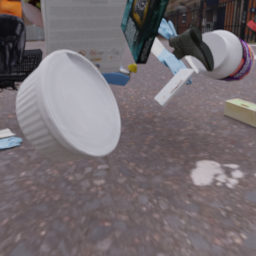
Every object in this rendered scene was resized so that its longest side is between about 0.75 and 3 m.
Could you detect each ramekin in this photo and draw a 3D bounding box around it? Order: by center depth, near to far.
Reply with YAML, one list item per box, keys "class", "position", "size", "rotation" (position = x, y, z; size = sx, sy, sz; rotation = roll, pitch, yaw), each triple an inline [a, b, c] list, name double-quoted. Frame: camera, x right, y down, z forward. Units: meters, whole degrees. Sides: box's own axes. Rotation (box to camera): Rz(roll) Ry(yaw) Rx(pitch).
- class: "ramekin"
  position: [-0.929, -0.262, 4.399]
  size: [0.809, 1.737, 1.737]
  rotation: [-21, 11, 29]

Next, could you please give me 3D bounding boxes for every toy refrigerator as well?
- class: "toy refrigerator"
  position: [4.733, -0.595, 10.919]
  size: [0.730, 0.673, 1.924]
  rotation: [-10, 25, -26]

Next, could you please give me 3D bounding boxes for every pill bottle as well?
- class: "pill bottle"
  position: [2.855, -2.136, 8.480]
  size: [1.375, 1.375, 2.468]
  rotation: [16, 14, 34]

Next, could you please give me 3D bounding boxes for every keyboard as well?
- class: "keyboard"
  position: [-3.934, -1.894, 9.269]
  size: [2.764, 1.438, 0.548]
  rotation: [6, 0, 36]

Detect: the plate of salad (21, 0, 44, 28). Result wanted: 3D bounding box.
- class: "plate of salad"
  position: [-1.581, -2.653, 6.008]
  size: [1.358, 1.358, 0.326]
  rotation: [-13, 62, -29]

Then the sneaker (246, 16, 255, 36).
- class: "sneaker"
  position: [3.954, -2.644, 7.278]
  size: [1.611, 0.787, 0.569]
  rotation: [13, 40, -14]

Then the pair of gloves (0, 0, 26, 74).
- class: "pair of gloves"
  position: [-4.077, -2.611, 7.738]
  size: [2.370, 2.111, 0.293]
  rotation: [2, 5, -15]

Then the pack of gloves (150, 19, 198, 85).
- class: "pack of gloves"
  position: [1.676, -2.861, 9.944]
  size: [0.518, 2.625, 2.205]
  rotation: [-37, 13, 44]

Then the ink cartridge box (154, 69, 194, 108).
- class: "ink cartridge box"
  position: [1.369, -1.095, 7.920]
  size: [0.394, 1.275, 1.572]
  rotation: [40, 8, -12]

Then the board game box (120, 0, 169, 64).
- class: "board game box"
  position: [0.260, -1.948, 4.449]
  size: [0.219, 1.553, 1.050]
  rotation: [-5, 57, -20]

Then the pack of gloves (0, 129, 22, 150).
- class: "pack of gloves"
  position: [-4.477, 0.390, 8.914]
  size: [1.884, 0.372, 1.583]
  rotation: [-20, 29, -40]

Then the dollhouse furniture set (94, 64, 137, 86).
- class: "dollhouse furniture set"
  position: [-0.992, -3.070, 9.714]
  size: [2.706, 1.766, 2.555]
  rotation: [4, 49, -40]

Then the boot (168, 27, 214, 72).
- class: "boot"
  position: [1.317, -1.554, 5.833]
  size: [0.665, 1.019, 0.345]
  rotation: [-16, 27, 42]

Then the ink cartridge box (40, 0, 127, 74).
- class: "ink cartridge box"
  position: [-0.903, -2.194, 6.249]
  size: [1.930, 2.379, 0.596]
  rotation: [-8, 61, -19]
